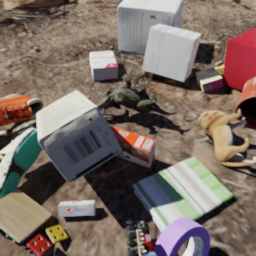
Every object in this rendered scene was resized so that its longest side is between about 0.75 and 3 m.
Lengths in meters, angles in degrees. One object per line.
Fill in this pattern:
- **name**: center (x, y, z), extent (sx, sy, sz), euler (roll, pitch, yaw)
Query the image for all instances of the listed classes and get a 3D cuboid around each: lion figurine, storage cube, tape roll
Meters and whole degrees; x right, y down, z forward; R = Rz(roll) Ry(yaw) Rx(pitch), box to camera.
- **lion figurine**: center (2.863, 0.336, 8.348), extent (1.410, 0.834, 2.302), euler (-22, 48, 29)
- **storage cube**: center (4.988, -2.498, 10.716), extent (1.828, 2.139, 1.923), euler (-31, 44, -29)
- **tape roll**: center (1.105, 2.493, 5.696), extent (1.241, 1.241, 0.407), euler (-28, 26, -27)

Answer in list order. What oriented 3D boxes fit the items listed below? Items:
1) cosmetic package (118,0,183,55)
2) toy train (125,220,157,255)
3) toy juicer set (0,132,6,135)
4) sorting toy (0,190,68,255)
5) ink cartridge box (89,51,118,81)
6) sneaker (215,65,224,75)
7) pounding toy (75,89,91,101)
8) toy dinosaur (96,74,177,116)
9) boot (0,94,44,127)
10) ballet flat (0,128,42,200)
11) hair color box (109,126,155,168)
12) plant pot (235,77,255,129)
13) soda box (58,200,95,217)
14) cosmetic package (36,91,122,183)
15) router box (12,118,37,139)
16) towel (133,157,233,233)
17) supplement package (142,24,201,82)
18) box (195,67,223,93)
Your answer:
- **cosmetic package**: center (1.064, -4.919, 13.283), extent (2.605, 2.180, 2.166), euler (12, 43, 13)
- **toy train**: center (0.233, 2.187, 5.162), extent (0.531, 0.396, 2.320), euler (-6, 0, 0)
- **toy juicer set**: center (-4.941, 0.925, 8.020), extent (1.697, 0.726, 2.667), euler (6, 34, 35)
- **sorting toy**: center (-2.508, 2.129, 6.474), extent (2.278, 0.385, 1.098), euler (32, 22, 10)
- **ink cartridge box**: center (-1.063, -2.667, 11.943), extent (1.043, 0.599, 1.436), euler (-6, 42, -9)
- **sneaker**: center (3.999, -2.505, 11.898), extent (0.986, 0.445, 0.385), euler (3, 44, 6)
- **pounding toy**: center (-1.631, -0.929, 9.595), extent (0.950, 0.835, 0.435), euler (-8, 8, 25)
- **toy dinosaur**: center (0.243, -0.960, 9.353), extent (2.767, 1.415, 1.065), euler (6, 75, -3)
- **boot**: center (-3.803, -0.495, 8.905), extent (1.280, 0.896, 2.388), euler (9, 28, 23)
- **ballet flat**: center (-3.144, 1.046, 7.292), extent (0.971, 0.971, 2.705), euler (11, 56, 12)
- **hair color box**: center (0.031, 0.546, 8.109), extent (1.467, 0.814, 0.469), euler (16, 51, 20)
- **plant pot**: center (4.351, -0.916, 9.309), extent (1.391, 1.391, 1.353), euler (14, 48, 15)
- **soda box**: center (-1.256, 1.991, 6.912), extent (0.879, 0.300, 0.279), euler (-3, 4, -2)
- **cosmetic package**: center (-1.414, 0.049, 7.256), extent (1.489, 1.257, 2.881), euler (-32, 22, -7)
- **router box**: center (-3.165, 0.006, 8.676), extent (0.806, 0.211, 0.634), euler (-28, 20, -14)
- **towel**: center (1.407, 1.717, 7.363), extent (2.174, 0.334, 1.622), euler (-19, 48, -23)
- **supplement package**: center (1.741, -3.035, 11.234), extent (1.793, 1.715, 1.319), euler (20, 33, 15)
- **box**: center (3.188, -1.903, 11.065), extent (0.780, 0.429, 0.887), euler (-18, 41, 7)
